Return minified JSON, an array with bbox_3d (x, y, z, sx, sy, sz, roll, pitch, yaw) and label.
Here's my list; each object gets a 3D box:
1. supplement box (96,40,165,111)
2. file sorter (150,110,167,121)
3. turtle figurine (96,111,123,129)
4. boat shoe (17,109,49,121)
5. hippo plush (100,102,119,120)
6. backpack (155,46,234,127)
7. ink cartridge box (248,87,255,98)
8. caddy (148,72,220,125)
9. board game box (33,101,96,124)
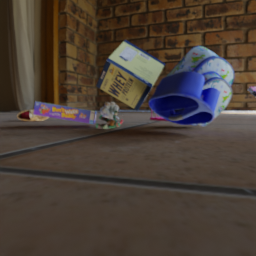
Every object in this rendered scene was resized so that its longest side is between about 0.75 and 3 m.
[{"bbox_3d":[0.117,-2.114,11.108,1.957,1.313,1.955,31,45,0],"label":"supplement box"},{"bbox_3d":[2.561,-1.117,17.813,1.395,1.259,2.008,-3,5,-35],"label":"file sorter"},{"bbox_3d":[-0.713,-0.212,11.094,1.191,0.600,0.892,2,45,40],"label":"turtle figurine"},{"bbox_3d":[-5.683,-0.746,16.775,2.142,0.790,0.741,-8,4,19],"label":"boat shoe"},{"bbox_3d":[-0.837,-0.717,12.422,0.730,0.916,0.737,-45,17,-22],"label":"hippo plush"},{"bbox_3d":[2.958,-1.612,11.462,2.597,2.838,2.086,29,13,-43],"label":"backpack"},{"bbox_3d":[5.353,-1.467,11.435,0.994,0.184,0.471,-6,49,-36],"label":"ink cartridge box"},{"bbox_3d":[1.750,-0.788,9.105,1.710,1.270,2.419,33,-19,-25],"label":"caddy"},{"bbox_3d":[-2.704,-0.658,12.450,2.531,0.567,1.702,9,2,-7],"label":"board game box"}]
